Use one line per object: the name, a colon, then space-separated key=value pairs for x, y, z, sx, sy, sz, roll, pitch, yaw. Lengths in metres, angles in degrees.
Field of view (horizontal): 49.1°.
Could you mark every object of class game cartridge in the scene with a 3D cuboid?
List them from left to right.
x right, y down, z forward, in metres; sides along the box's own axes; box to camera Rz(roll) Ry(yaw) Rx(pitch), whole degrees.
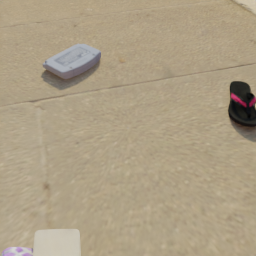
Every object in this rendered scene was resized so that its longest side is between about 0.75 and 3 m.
game cartridge: x=-1.910 y=-2.382 z=9.932 sx=1.241 sy=0.377 sz=1.861 roll=28 pitch=51 yaw=30

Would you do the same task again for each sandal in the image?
sandal: x=3.378 y=-0.856 z=8.267 sx=0.807 sy=0.484 sz=2.148 roll=6 pitch=45 yaw=6

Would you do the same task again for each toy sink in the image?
toy sink: x=-1.145 y=2.253 z=4.387 sx=0.720 sy=0.619 sz=1.105 roll=4 pitch=46 yaw=-17

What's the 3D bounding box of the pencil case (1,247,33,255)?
pencil case: x=-1.827 y=2.529 z=4.408 sx=0.523 sy=0.533 sz=1.247 roll=25 pitch=35 yaw=-30
